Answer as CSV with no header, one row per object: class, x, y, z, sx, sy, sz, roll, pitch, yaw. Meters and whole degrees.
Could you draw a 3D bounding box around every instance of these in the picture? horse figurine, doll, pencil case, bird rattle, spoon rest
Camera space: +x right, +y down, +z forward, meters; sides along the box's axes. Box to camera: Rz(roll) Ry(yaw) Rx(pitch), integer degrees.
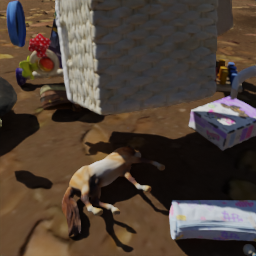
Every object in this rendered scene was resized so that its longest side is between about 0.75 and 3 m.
horse figurine,-0.467,1.164,6.258,2.654,0.663,1.759,-31,34,-28
doll,2.439,2.447,4.879,0.694,0.247,1.017,-24,35,-18
pencil case,1.679,1.786,5.363,1.787,0.743,0.810,1,14,3
bird rattle,-2.264,-1.804,7.362,0.957,1.174,0.661,27,25,-30
spoon rest,3.124,-0.902,5.396,2.164,1.075,0.656,1,65,15

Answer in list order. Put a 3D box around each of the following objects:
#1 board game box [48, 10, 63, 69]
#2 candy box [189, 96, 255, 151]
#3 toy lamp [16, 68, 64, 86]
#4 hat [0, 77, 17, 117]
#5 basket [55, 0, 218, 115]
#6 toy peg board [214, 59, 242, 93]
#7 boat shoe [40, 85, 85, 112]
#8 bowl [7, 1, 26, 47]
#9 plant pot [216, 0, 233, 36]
board game box,-0.971,-2.145,7.352,2.105,1.740,0.597,25,35,1
candy box,2.931,-0.201,8.277,1.713,0.613,1.437,-19,40,-25
toy lamp,-2.916,-2.111,10.867,2.618,0.762,0.762,-5,36,-9
hat,-4.660,-0.579,8.385,2.555,1.031,2.555,9,43,-9
basket,0.117,-2.000,6.278,2.992,2.965,2.406,-10,17,-21
toy peg board,3.503,-2.224,10.921,1.744,0.857,1.751,6,36,9
boat shoe,-1.682,-0.891,9.231,2.337,0.841,0.789,-1,68,-14
bowl,-3.572,-3.314,8.969,0.273,1.390,1.390,-1,35,-8
plant pot,2.454,-3.782,9.000,1.575,1.779,1.777,-9,31,19
